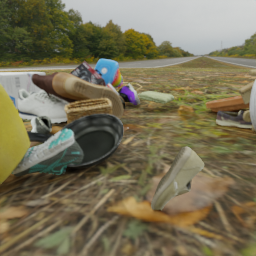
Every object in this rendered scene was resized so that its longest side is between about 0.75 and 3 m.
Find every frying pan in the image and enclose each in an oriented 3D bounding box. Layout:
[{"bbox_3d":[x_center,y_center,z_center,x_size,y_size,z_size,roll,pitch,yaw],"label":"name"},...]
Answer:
[{"bbox_3d":[-1.342,0.406,5.900,2.633,0.429,1.593,-16,37,4],"label":"frying pan"}]

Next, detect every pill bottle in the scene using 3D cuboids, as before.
[{"bbox_3d":[-0.815,-1.037,9.687,0.914,0.530,0.530,-42,17,3],"label":"pill bottle"}]

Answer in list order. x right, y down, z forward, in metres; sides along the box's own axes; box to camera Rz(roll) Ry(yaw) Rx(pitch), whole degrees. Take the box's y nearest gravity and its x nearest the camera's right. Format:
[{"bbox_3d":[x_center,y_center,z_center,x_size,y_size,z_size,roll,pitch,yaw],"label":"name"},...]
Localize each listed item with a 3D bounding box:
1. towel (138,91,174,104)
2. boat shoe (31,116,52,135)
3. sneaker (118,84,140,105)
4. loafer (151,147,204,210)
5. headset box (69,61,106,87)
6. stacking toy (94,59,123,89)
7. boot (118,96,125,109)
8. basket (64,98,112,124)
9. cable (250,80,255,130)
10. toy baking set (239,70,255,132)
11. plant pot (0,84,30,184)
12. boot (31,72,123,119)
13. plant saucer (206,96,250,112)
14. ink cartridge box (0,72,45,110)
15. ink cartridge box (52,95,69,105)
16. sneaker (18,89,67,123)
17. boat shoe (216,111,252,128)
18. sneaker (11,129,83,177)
[{"bbox_3d":[1.104,-1.230,11.072,1.255,0.229,0.931,17,25,27],"label":"towel"},{"bbox_3d":[-2.157,-0.062,7.161,0.488,0.440,1.381,43,2,-26],"label":"boat shoe"},{"bbox_3d":[-0.044,-1.339,12.282,0.851,0.595,1.711,-24,29,-1],"label":"sneaker"},{"bbox_3d":[0.659,0.772,3.829,0.378,1.106,0.418,29,30,5],"label":"loafer"},{"bbox_3d":[-1.765,-1.730,11.057,1.228,1.650,0.637,45,-11,19],"label":"headset box"},{"bbox_3d":[-0.671,-2.231,12.846,1.078,1.140,1.964,19,-5,25],"label":"stacking toy"},{"bbox_3d":[-0.339,-0.908,11.063,0.957,0.536,1.383,44,8,30],"label":"boot"},{"bbox_3d":[-1.072,-0.507,7.568,1.225,0.912,0.874,-9,51,-8],"label":"basket"},{"bbox_3d":[3.640,-0.631,7.225,0.549,1.587,1.586,6,24,43],"label":"cable"},{"bbox_3d":[4.199,-0.823,8.119,2.356,1.808,0.274,-5,17,-13],"label":"toy baking set"},{"bbox_3d":[-2.467,0.167,4.384,2.075,1.473,2.075,-37,25,20],"label":"plant pot"},{"bbox_3d":[-1.588,-1.077,9.133,2.165,0.942,2.603,15,-10,41],"label":"boot"},{"bbox_3d":[4.310,-0.987,10.412,2.720,0.439,2.720,-11,3,1],"label":"plant saucer"},{"bbox_3d":[-4.650,-1.616,11.869,1.408,1.433,1.946,12,18,40],"label":"ink cartridge box"},{"bbox_3d":[-2.800,-1.319,11.888,0.800,0.579,0.589,10,33,-9],"label":"ink cartridge box"},{"bbox_3d":[-2.801,-0.757,9.523,2.427,0.977,0.927,7,16,22],"label":"sneaker"},{"bbox_3d":[3.466,-0.299,8.655,1.445,0.468,0.520,5,24,30],"label":"boat shoe"},{"bbox_3d":[-1.421,0.621,4.972,1.471,0.671,0.571,-25,27,23],"label":"sneaker"}]
